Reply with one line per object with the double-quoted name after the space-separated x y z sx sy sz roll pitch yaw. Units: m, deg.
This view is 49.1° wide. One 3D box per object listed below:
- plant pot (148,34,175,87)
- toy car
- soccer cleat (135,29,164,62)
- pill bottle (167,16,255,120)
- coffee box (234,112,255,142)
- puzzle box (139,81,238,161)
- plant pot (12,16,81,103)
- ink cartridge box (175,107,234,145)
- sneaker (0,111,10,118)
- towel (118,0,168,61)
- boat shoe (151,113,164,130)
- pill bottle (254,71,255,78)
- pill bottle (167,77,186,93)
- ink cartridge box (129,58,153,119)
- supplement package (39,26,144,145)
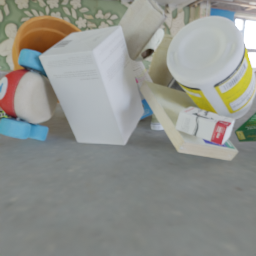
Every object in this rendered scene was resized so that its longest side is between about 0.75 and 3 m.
1.669 -1.956 10.529 2.407 2.203 2.407 23 5 -2 "plant pot"
-3.295 -0.974 7.611 2.334 2.152 2.065 14 -2 8 "toy car"
0.673 -2.372 8.137 1.335 0.463 0.518 -48 43 -15 "soccer cleat"
2.165 -1.173 6.732 1.584 1.584 2.846 10 -13 34 "pill bottle"
3.304 -0.176 6.567 1.493 0.328 0.918 -34 13 -29 "coffee box"
1.402 -0.241 6.938 1.661 0.317 2.497 12 34 -29 "puzzle box"
-2.749 -2.080 9.950 2.932 2.932 2.052 -13 -11 -39 "plant pot"
1.559 -0.072 5.685 0.979 0.406 0.718 21 22 25 "ink cartridge box"
-5.011 -0.452 10.584 1.557 0.558 0.645 -10 42 -32 "sneaker"
0.261 -2.619 7.266 0.263 1.527 1.012 -16 63 -50 "towel"
1.350 -0.396 9.856 0.691 0.595 1.918 7 16 24 "boat shoe"
3.572 -1.293 8.074 0.606 0.606 1.079 -5 -1 -17 "pill bottle"
1.727 -1.214 9.097 0.939 1.650 0.939 20 37 -16 "pill bottle"
-0.200 -1.512 9.051 1.549 2.691 0.913 -24 8 38 "ink cartridge box"
-0.808 -1.047 7.405 1.579 2.636 1.598 1 37 26 "supplement package"
